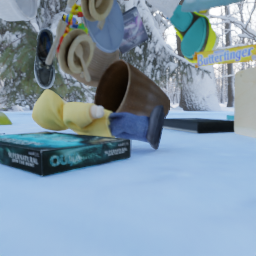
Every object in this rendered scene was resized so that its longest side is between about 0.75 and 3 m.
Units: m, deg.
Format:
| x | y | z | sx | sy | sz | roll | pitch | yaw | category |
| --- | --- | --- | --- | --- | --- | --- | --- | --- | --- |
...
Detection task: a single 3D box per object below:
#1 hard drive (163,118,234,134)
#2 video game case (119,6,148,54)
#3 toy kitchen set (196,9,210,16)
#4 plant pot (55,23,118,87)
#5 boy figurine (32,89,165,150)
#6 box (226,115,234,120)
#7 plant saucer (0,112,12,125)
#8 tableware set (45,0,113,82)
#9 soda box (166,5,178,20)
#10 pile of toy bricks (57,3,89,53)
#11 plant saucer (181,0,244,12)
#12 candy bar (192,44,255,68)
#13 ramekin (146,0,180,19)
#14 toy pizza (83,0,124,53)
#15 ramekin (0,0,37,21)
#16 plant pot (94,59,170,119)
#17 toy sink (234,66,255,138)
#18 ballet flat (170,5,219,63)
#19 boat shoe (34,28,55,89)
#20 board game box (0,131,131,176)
| x | y | z | sx | sy | sz | roll | pitch | yaw | category |
| --- | --- | --- | --- | --- | --- | --- | --- | --- | --- |
| 1.904 | -0.090 | 7.748 | 1.299 | 0.306 | 1.861 | -2 | 5 | -21 | hard drive |
| 0.008 | -3.545 | 10.345 | 1.202 | 0.160 | 1.682 | -29 | -28 | 7 | video game case |
| 2.456 | -3.532 | 9.587 | 0.906 | 1.538 | 1.232 | 0 | -32 | -17 | toy kitchen set |
| -1.345 | -3.147 | 11.085 | 2.835 | 2.835 | 1.309 | -4 | -23 | -45 | plant pot |
| -0.475 | -0.128 | 4.286 | 2.016 | 0.649 | 1.253 | 11 | -10 | 16 | boy figurine |
| 5.447 | -0.516 | 13.997 | 0.979 | 0.240 | 0.403 | 2 | 5 | 23 | box |
| -5.398 | -0.362 | 10.519 | 1.857 | 0.445 | 1.860 | -2 | 4 | -25 | plant saucer |
| -0.884 | -2.372 | 6.599 | 0.491 | 2.449 | 1.619 | 26 | 8 | 20 | tableware set |
| 1.492 | -4.224 | 9.618 | 0.316 | 0.932 | 0.299 | -5 | 0 | -34 | soda box |
| -1.305 | -2.426 | 7.023 | 0.699 | 1.416 | 0.786 | 11 | -36 | -7 | pile of toy bricks |
| 2.257 | -3.171 | 6.528 | 2.098 | 0.288 | 2.098 | -14 | 28 | 8 | plant saucer |
| 1.887 | -1.380 | 5.423 | 1.441 | 0.359 | 0.160 | 6 | 29 | 46 | candy bar |
| 0.540 | -2.595 | 5.229 | 1.041 | 0.546 | 1.041 | 33 | 23 | -16 | ramekin |
| -0.729 | -3.075 | 8.057 | 0.287 | 1.812 | 1.812 | -1 | 3 | 35 | toy pizza |
| -3.266 | -3.731 | 7.770 | 0.807 | 1.538 | 1.538 | -7 | 3 | 10 | ramekin |
| 0.333 | -1.039 | 10.487 | 2.415 | 2.258 | 2.258 | 17 | -6 | -33 | plant pot |
| 3.936 | -0.591 | 5.768 | 2.838 | 1.590 | 1.850 | 0 | 4 | 0 | toy sink |
| 1.908 | -2.523 | 7.571 | 0.997 | 0.994 | 2.975 | 24 | 34 | -22 | ballet flat |
| -2.405 | -1.959 | 8.010 | 0.588 | 1.715 | 0.485 | 1 | 17 | -11 | boat shoe |
| -1.057 | 0.243 | 3.594 | 1.855 | 0.261 | 1.254 | 4 | 6 | 41 | board game box |
